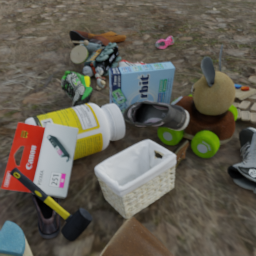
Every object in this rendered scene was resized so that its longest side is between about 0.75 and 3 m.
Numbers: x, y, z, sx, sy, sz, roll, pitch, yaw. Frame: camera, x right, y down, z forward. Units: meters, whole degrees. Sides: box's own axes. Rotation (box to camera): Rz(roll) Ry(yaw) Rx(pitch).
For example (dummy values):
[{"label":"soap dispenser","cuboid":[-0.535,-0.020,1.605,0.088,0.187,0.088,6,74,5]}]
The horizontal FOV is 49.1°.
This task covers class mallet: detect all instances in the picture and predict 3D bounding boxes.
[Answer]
[{"label":"mallet","cuboid":[-1.616,1.493,5.964,0.664,2.015,0.415,-41,4,0]}]

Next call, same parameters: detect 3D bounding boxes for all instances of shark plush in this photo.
[{"label":"shark plush","cuboid":[-1.466,-3.877,14.018,2.188,0.994,0.911,4,-13,-31]}]

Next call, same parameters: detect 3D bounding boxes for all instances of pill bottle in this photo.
[{"label":"pill bottle","cuboid":[-1.467,0.133,8.014,2.580,1.451,1.451,-16,39,-22]}]

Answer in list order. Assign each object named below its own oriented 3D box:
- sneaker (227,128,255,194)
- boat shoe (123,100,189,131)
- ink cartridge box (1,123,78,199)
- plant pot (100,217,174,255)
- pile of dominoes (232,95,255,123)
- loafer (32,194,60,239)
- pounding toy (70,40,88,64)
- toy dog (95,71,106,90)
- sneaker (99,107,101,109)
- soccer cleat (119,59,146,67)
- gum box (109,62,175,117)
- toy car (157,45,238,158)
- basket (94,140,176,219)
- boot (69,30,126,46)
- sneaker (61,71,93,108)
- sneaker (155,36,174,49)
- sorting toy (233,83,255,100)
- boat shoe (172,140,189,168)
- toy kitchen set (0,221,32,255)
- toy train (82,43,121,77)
[{"label":"sneaker","cuboid":[3.203,0.830,7.566,1.294,0.841,2.241,-6,39,-6]},{"label":"boat shoe","cuboid":[0.586,-0.452,8.487,0.779,0.914,2.735,22,-9,-38]},{"label":"ink cartridge box","cuboid":[-2.051,0.705,6.610,1.467,0.368,1.691,11,70,-12]},{"label":"plant pot","cuboid":[0.403,2.778,4.295,2.050,1.916,1.916,30,44,17]},{"label":"pile of dominoes","cuboid":[4.128,-0.677,10.246,2.450,0.390,1.910,16,39,34]},{"label":"loafer","cuboid":[-1.929,1.694,6.614,0.647,0.567,1.801,-9,37,-19]},{"label":"pounding toy","cuboid":[-2.121,-3.357,12.690,0.843,1.092,0.507,1,-8,18]},{"label":"toy dog","cuboid":[-1.114,-1.919,11.672,0.406,0.556,0.843,22,56,-40]},{"label":"sneaker","cuboid":[-1.069,-0.586,9.999,1.008,0.391,0.435,11,3,33]},{"label":"soccer cleat","cuboid":[0.258,-2.715,12.786,1.397,0.479,0.595,9,74,-10]},{"label":"gum box","cuboid":[0.436,-1.263,9.600,2.110,1.793,0.470,-9,43,-11]},{"label":"toy car","cuboid":[2.255,-0.968,8.365,2.192,2.778,2.282,20,41,26]},{"label":"basket","cuboid":[0.225,1.206,6.752,1.687,1.041,1.144,-27,34,-27]},{"label":"boot","cuboid":[-1.730,-5.199,15.816,2.365,0.860,2.513,23,41,28]},{"label":"sneaker","cuboid":[-1.959,-1.306,10.182,1.077,0.987,2.529,18,23,-23]},{"label":"sneaker","cuboid":[1.907,-4.675,15.508,1.351,0.534,0.644,-27,22,-33]},{"label":"sorting toy","cuboid":[4.048,-1.380,10.817,1.516,0.203,1.129,-23,34,-26]},{"label":"boat shoe","cuboid":[1.457,0.779,8.021,0.350,0.370,1.030,47,65,1]},{"label":"toy kitchen set","cuboid":[-3.348,2.410,4.492,2.928,1.725,2.346,5,39,7]},{"label":"toy train","cuboid":[-1.201,-3.058,12.800,1.353,1.012,2.375,-7,35,24]}]
